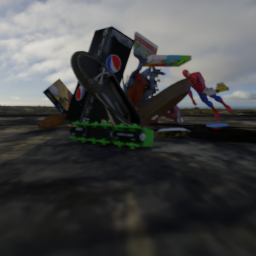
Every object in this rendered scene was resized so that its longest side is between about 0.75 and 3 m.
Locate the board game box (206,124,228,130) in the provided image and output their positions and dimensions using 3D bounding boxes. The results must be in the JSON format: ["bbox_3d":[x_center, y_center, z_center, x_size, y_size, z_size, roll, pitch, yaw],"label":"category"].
[{"bbox_3d":[3.251,-0.020,10.210,0.786,0.153,0.621,-7,10,-15],"label":"board game box"}]

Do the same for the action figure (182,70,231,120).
[{"bbox_3d":[3.241,-1.259,11.713,0.962,2.947,1.459,-35,28,30],"label":"action figure"}]

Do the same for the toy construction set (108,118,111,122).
[{"bbox_3d":[-0.662,-0.890,12.905,2.824,1.301,1.852,-24,-4,33],"label":"toy construction set"}]

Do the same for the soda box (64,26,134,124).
[{"bbox_3d":[-0.864,-1.409,8.382,0.939,2.965,1.049,21,-3,-36],"label":"soda box"}]

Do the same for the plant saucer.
[{"bbox_3d":[1.099,-0.730,9.576,2.625,0.387,2.625,-34,-8,-6],"label":"plant saucer"}]

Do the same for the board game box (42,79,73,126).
[{"bbox_3d":[-2.821,-1.182,12.620,0.334,1.931,1.308,-30,19,26],"label":"board game box"}]

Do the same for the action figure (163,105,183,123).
[{"bbox_3d":[2.431,-1.235,16.170,1.833,2.038,2.736,7,-8,18],"label":"action figure"}]

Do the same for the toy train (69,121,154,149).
[{"bbox_3d":[-0.404,0.132,5.693,2.164,0.452,0.610,3,-5,44],"label":"toy train"}]

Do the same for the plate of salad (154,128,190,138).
[{"bbox_3d":[1.109,0.145,7.021,0.893,0.215,0.893,-1,-7,0],"label":"plate of salad"}]

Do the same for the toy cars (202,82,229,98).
[{"bbox_3d":[3.561,-1.586,11.515,1.862,0.412,0.835,-19,5,-42],"label":"toy cars"}]

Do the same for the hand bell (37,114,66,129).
[{"bbox_3d":[-2.348,-0.475,11.094,1.481,1.481,2.844,3,16,38],"label":"hand bell"}]

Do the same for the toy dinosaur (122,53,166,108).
[{"bbox_3d":[0.048,-1.040,8.568,1.336,2.309,2.545,36,31,10],"label":"toy dinosaur"}]

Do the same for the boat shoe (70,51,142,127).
[{"bbox_3d":[-0.466,-0.978,7.524,0.767,0.899,2.690,5,-39,44],"label":"boat shoe"}]

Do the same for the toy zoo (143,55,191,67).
[{"bbox_3d":[1.177,-2.264,9.534,1.640,0.168,1.076,-3,0,-13],"label":"toy zoo"}]

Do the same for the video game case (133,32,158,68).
[{"bbox_3d":[0.629,-2.945,10.672,1.023,0.125,1.431,37,-14,9],"label":"video game case"}]

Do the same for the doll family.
[{"bbox_3d":[0.848,-1.813,12.161,0.685,1.746,1.009,-6,-11,-45],"label":"doll family"}]

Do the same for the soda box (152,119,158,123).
[{"bbox_3d":[0.567,-0.634,15.463,2.181,0.691,0.763,0,4,11],"label":"soda box"}]
